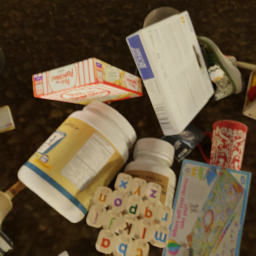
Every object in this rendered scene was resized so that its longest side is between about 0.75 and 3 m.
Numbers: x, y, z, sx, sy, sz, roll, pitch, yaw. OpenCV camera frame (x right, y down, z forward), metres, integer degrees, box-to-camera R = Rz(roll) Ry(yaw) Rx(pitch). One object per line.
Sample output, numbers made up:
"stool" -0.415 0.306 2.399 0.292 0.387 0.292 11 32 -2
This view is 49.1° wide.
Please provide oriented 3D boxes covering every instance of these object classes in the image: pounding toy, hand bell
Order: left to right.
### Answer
"hand bell" -3.195 1.758 7.738 1.220 1.220 2.343 23 32 12
"pounding toy" 4.710 -1.610 9.293 1.708 2.211 2.402 23 64 -2

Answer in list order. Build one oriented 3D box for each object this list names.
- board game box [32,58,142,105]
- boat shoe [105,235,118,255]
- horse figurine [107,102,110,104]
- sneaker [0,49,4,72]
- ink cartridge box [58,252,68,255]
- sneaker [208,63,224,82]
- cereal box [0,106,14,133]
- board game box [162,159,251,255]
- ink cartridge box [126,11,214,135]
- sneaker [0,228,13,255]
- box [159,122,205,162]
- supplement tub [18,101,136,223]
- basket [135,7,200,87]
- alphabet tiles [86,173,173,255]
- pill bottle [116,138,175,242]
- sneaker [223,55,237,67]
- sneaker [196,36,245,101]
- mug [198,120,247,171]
"board game box" -1.012 -1.164 7.826 1.926 2.542 0.589 -8 85 27
"boat shoe" -0.261 3.460 6.755 0.602 0.564 1.671 -8 105 -9
"horse figurine" -1.083 -1.328 9.960 1.566 0.391 1.038 -1 56 8
"sneaker" -5.705 -2.002 9.988 1.521 0.998 2.644 20 66 8
"ink cartridge box" -1.990 4.274 5.823 2.390 1.754 1.745 -29 95 -9
"sneaker" 2.746 -1.825 8.817 0.436 1.154 0.506 -21 102 17
"cereal box" -4.310 -0.267 9.538 0.649 0.178 0.902 -20 64 -10
"board game box" 2.095 2.337 7.463 1.809 0.461 2.691 11 75 20
"ink cartridge box" 1.378 -1.669 8.067 0.616 2.795 2.846 -10 21 39
"sneaker" -4.377 2.837 7.491 2.376 0.897 1.367 38 67 16
"box" 1.724 0.364 9.020 1.180 0.257 0.946 -41 67 -6
"supplement tub" -1.316 0.872 7.845 2.090 2.090 2.889 32 67 16
"basket" 1.402 -2.878 10.073 2.388 1.801 2.649 5 58 -10
"alphabet tiles" 0.060 2.063 6.572 1.917 0.140 1.875 17 58 -1
"pill bottle" 0.528 1.678 7.769 1.481 1.481 2.589 11 63 6
"sneaker" 3.633 -2.620 10.695 0.605 0.377 1.129 -26 61 -22
"sneaker" 2.803 -2.165 10.120 1.301 1.129 2.937 -32 63 -4
"mug" 2.939 0.722 8.710 1.041 1.385 1.560 25 67 -25
